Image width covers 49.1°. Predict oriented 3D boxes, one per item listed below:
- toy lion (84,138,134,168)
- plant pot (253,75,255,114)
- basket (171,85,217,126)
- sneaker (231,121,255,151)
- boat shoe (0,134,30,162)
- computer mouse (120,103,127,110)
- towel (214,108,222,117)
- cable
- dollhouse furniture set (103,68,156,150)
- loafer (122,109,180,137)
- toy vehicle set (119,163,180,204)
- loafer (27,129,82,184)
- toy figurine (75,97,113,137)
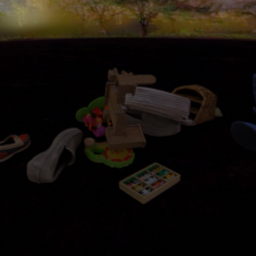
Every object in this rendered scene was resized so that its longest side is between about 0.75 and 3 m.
[{"bbox_3d":[-0.644,0.888,9.832,1.590,0.546,1.524,-7,32,-18],"label":"toy lion"},{"bbox_3d":[6.949,-1.267,12.609,2.243,2.017,2.243,0,21,6],"label":"plant pot"},{"bbox_3d":[2.853,-1.170,13.160,1.572,1.506,2.110,-15,27,-33],"label":"basket"},{"bbox_3d":[5.058,0.406,10.411,2.467,0.912,1.015,28,35,33],"label":"sneaker"},{"bbox_3d":[-4.280,0.598,10.297,0.664,0.584,1.866,6,23,18],"label":"boat shoe"},{"bbox_3d":[-0.801,-0.877,13.723,1.485,0.594,2.708,-2,18,-16],"label":"computer mouse"},{"bbox_3d":[4.226,-0.783,13.924,0.759,0.187,1.023,3,24,5],"label":"towel"},{"bbox_3d":[1.216,-0.993,12.091,2.913,1.008,2.912,16,-2,-41],"label":"cable"},{"bbox_3d":[0.006,-0.760,9.297,1.295,2.925,1.516,-5,50,-16],"label":"dollhouse furniture set"},{"bbox_3d":[0.797,-0.272,11.767,2.800,0.977,0.979,6,24,13],"label":"loafer"},{"bbox_3d":[0.661,1.614,8.431,1.639,0.217,1.019,-21,31,-39],"label":"toy vehicle set"},{"bbox_3d":[-2.161,0.896,9.273,0.974,0.976,2.792,13,34,15],"label":"loafer"},{"bbox_3d":[-1.024,-0.159,11.249,1.834,1.377,1.688,-15,46,-15],"label":"toy figurine"}]
